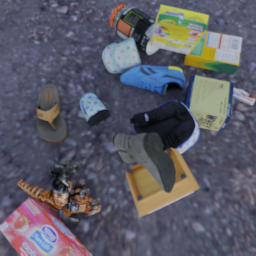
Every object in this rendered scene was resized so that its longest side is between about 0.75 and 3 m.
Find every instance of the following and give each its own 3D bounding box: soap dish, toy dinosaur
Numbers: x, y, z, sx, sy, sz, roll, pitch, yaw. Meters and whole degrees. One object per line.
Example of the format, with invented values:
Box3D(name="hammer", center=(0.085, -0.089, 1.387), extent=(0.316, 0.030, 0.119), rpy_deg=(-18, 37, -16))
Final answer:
Box3D(name="soap dish", center=(0.907, 1.535, 8.325), extent=(1.899, 0.771, 1.494), rpy_deg=(-27, 45, 4))
Box3D(name="toy dinosaur", center=(-2.134, 2.084, 9.280), extent=(1.390, 2.722, 1.847), rpy_deg=(-21, 50, 31))

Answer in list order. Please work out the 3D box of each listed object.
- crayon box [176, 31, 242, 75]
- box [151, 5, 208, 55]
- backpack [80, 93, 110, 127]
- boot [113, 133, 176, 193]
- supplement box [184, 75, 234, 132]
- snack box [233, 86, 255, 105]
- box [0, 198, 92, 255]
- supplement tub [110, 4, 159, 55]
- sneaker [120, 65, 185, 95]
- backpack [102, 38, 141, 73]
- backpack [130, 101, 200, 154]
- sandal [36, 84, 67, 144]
Box3D(name="crayon box", center=(3.712, -3.612, 13.011), extent=(2.797, 0.721, 1.758), rpy_deg=(14, 62, 7))
Box3D(name="box", center=(1.840, -3.655, 10.526), extent=(1.752, 2.987, 0.722), rpy_deg=(13, 91, 0))
Box3D(name="backpack", center=(-1.470, -0.836, 11.491), extent=(1.010, 0.952, 1.239), rpy_deg=(-29, 53, -9))
Box3D(name="boot", center=(0.406, 0.803, 6.839), extent=(1.165, 1.784, 0.604), rpy_deg=(-3, 35, 39))
Box3D(name="supplement box", center=(3.184, -0.983, 11.327), extent=(1.738, 1.168, 1.739), rpy_deg=(12, 62, 7))
Box3D(name="snack box", center=(4.787, -1.476, 12.162), extent=(1.431, 0.174, 0.514), rpy_deg=(25, 64, 13))
Box3D(name="box", center=(-2.471, 3.594, 8.666), extent=(2.685, 1.338, 1.282), rpy_deg=(40, 77, 20))
Box3D(name="supplement tub", center=(0.418, -4.654, 13.121), extent=(2.475, 1.516, 1.516), rpy_deg=(40, 69, 18))
Box3D(name="sneaker", center=(1.043, -1.995, 12.011), extent=(2.807, 0.925, 1.101), rpy_deg=(0, 60, -1))
Box3D(name="backpack", center=(-0.331, -3.124, 12.361), extent=(1.577, 1.209, 1.386), rpy_deg=(-19, 107, -1))
Box3D(name="backpack", center=(1.509, 0.140, 10.205), extent=(2.111, 1.707, 2.216), rpy_deg=(-35, 67, 21))
Box3D(name="sandal", center=(-3.175, -0.703, 11.382), extent=(1.204, 0.804, 2.947), rpy_deg=(-8, 62, -4))
